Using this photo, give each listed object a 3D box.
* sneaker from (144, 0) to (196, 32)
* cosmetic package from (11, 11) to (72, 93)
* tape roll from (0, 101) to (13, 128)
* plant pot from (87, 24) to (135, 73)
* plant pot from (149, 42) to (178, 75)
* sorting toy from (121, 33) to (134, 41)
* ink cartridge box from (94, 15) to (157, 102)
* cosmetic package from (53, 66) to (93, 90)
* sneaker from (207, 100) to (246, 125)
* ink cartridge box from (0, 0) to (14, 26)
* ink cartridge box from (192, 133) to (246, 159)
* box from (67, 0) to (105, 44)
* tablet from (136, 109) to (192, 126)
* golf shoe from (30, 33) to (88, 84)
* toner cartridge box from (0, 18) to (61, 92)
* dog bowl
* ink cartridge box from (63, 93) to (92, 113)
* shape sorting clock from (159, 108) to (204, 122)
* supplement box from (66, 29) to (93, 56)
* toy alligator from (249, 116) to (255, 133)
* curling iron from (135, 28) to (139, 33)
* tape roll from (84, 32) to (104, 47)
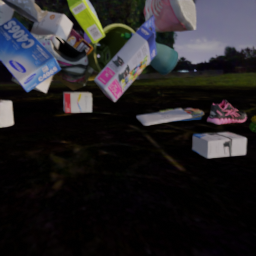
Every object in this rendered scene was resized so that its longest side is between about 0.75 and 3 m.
[{"bbox_3d":[1.009,-3.513,8.082,1.543,1.111,2.952,4,0,21],"label":"sneaker"},{"bbox_3d":[-3.156,-2.822,10.318,1.172,2.840,0.719,17,-6,18],"label":"cosmetic package"},{"bbox_3d":[-5.127,-0.541,10.720,1.324,0.909,1.324,0,12,0],"label":"tape roll"},{"bbox_3d":[-0.924,-3.342,12.893,2.422,2.422,2.300,-6,13,-30],"label":"plant pot"},{"bbox_3d":[1.098,-2.479,9.747,0.897,0.955,0.955,25,-4,-32],"label":"plant pot"},{"bbox_3d":[0.048,-2.986,10.821,0.894,1.309,2.179,10,10,-21],"label":"sorting toy"},{"bbox_3d":[0.110,-1.832,7.703,0.484,2.306,1.376,39,-2,12],"label":"ink cartridge box"},{"bbox_3d":[-3.131,-2.948,12.673,2.777,0.987,1.461,35,-20,-26],"label":"cosmetic package"},{"bbox_3d":[4.063,-0.662,11.345,1.952,0.931,0.771,-5,10,-29],"label":"sneaker"},{"bbox_3d":[-4.638,-2.682,8.275,2.113,2.895,1.220,18,-3,46],"label":"ink cartridge box"},{"bbox_3d":[2.262,0.415,7.005,1.070,0.451,0.774,-3,11,-15],"label":"ink cartridge box"},{"bbox_3d":[-0.989,-2.596,6.111,0.356,0.912,1.495,-29,46,9],"label":"box"},{"bbox_3d":[1.432,-0.460,11.436,2.001,0.137,1.302,-10,19,-9],"label":"tablet"},{"bbox_3d":[-2.295,-2.342,8.125,2.539,1.169,0.922,25,50,-2],"label":"golf shoe"},{"bbox_3d":[-2.732,-1.908,7.098,1.022,0.465,2.153,-39,62,-12],"label":"toner cartridge box"},{"bbox_3d":[-2.708,-3.162,7.217,1.214,0.356,1.214,29,2,-1],"label":"dog bowl"},{"bbox_3d":[-2.620,-1.319,14.475,1.371,0.991,0.996,-3,11,-16],"label":"ink cartridge box"},{"bbox_3d":[2.273,-0.643,12.518,2.158,0.423,2.158,0,11,0],"label":"shape sorting clock"},{"bbox_3d":[-2.106,-3.227,10.811,0.632,0.814,1.475,32,13,-51],"label":"supplement box"},{"bbox_3d":[4.352,-0.028,9.396,0.470,0.513,1.731,-40,-1,20],"label":"toy alligator"},{"bbox_3d":[0.265,-3.514,13.014,0.560,2.258,0.289,7,42,-5],"label":"curling iron"},{"bbox_3d":[-1.694,-4.502,14.382,0.460,1.401,1.401,1,10,24],"label":"tape roll"}]
